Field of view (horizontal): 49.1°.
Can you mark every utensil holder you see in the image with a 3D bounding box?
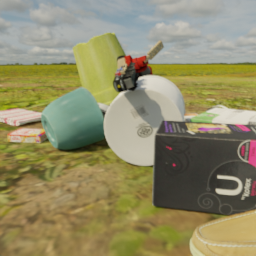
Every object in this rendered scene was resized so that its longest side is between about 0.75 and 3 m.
[{"bbox_3d":[0.571,-0.297,8.139,2.190,2.190,2.577,2,17,9],"label":"utensil holder"}]

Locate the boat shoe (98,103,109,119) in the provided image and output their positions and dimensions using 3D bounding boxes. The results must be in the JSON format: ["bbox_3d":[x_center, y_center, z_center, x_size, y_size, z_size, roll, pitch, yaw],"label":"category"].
[{"bbox_3d":[-0.248,-0.141,10.137,2.400,0.820,0.886,20,-12,-36],"label":"boat shoe"}]

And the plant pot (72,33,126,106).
[{"bbox_3d":[-0.945,-2.326,11.294,2.739,2.518,2.739,-21,12,4],"label":"plant pot"}]

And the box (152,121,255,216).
[{"bbox_3d":[1.705,0.712,5.331,2.368,1.447,1.256,3,14,12],"label":"box"}]

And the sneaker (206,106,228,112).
[{"bbox_3d":[3.934,-0.493,11.783,0.838,0.738,1.981,-9,16,-31],"label":"sneaker"}]

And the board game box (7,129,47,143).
[{"bbox_3d":[-3.383,0.266,9.653,1.158,0.268,0.877,2,14,7],"label":"board game box"}]

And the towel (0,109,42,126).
[{"bbox_3d":[-4.941,-0.468,12.649,2.369,0.354,1.734,11,18,31],"label":"towel"}]

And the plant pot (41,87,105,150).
[{"bbox_3d":[-1.772,-0.160,8.572,1.442,1.796,1.796,-25,24,-27],"label":"plant pot"}]

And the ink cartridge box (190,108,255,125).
[{"bbox_3d":[3.420,0.238,7.811,2.817,1.188,2.057,10,17,35],"label":"ink cartridge box"}]

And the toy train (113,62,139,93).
[{"bbox_3d":[-0.058,-1.308,7.164,0.589,0.439,2.572,-18,17,9],"label":"toy train"}]

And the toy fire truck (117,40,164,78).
[{"bbox_3d":[0.558,-2.131,9.596,1.596,1.027,1.404,-15,-27,21],"label":"toy fire truck"}]

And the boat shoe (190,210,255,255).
[{"bbox_3d":[2.256,1.275,3.768,2.897,1.103,1.038,-2,14,-8],"label":"boat shoe"}]

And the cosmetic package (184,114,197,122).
[{"bbox_3d":[2.519,-0.136,10.678,0.788,0.554,1.554,-3,15,-12],"label":"cosmetic package"}]
